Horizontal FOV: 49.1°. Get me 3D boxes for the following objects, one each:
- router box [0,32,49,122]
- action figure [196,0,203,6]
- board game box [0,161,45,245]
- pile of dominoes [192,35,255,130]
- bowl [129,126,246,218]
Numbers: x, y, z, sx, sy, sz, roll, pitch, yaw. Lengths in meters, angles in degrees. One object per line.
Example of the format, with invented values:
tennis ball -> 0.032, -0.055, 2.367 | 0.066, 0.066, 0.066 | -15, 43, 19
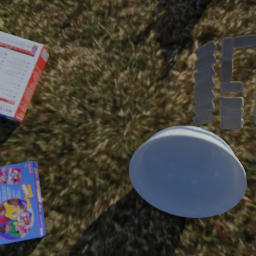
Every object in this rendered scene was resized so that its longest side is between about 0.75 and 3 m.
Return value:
router box -> -4.243, -1.764, 8.726 | 2.732, 0.667, 2.452 | 18, 80, 4
action figure -> 2.676, -5.530, 9.399 | 2.638, 1.380, 2.552 | 27, 72, 28
board game box -> -3.275, 2.147, 8.064 | 1.432, 0.477, 2.131 | -10, 79, -2
pile of dominoes -> 2.439, -1.061, 6.745 | 1.689, 0.345, 2.167 | 4, 101, 27
bowl -> 1.585, 0.974, 7.518 | 2.917, 2.917, 1.311 | 20, 40, 4
